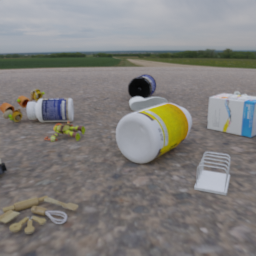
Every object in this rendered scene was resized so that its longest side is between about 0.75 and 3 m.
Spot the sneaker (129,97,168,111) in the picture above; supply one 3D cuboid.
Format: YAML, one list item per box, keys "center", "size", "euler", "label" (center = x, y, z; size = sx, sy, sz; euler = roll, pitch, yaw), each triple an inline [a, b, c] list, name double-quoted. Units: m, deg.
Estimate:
- center: [1.036, -1.397, 15.027]
  size: [2.000, 0.737, 1.156]
  euler: [-3, 20, -7]
  label: "sneaker"

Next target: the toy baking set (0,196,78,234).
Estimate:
- center: [-1.750, 1.664, 5.440]
  size: [1.410, 0.164, 1.082]
  euler: [-12, 23, -36]
  label: "toy baking set"

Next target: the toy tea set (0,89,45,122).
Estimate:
- center: [-4.485, -0.782, 12.352]
  size: [0.824, 1.324, 2.227]
  euler: [34, 43, 21]
  label: "toy tea set"

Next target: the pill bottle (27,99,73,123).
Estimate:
- center: [-3.395, -0.767, 12.300]
  size: [1.877, 1.043, 1.043]
  euler: [-1, 16, -5]
  label: "pill bottle"

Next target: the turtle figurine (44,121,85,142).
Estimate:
- center: [-2.234, 0.054, 10.251]
  size: [1.256, 0.502, 1.557]
  euler: [8, 25, 21]
  label: "turtle figurine"

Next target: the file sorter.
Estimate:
- center: [2.054, 1.043, 6.712]
  size: [0.707, 0.634, 1.018]
  euler: [7, 17, 22]
  label: "file sorter"

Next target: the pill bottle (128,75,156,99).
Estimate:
- center: [1.011, -2.690, 18.264]
  size: [1.507, 1.507, 2.694]
  euler: [4, 16, 15]
  label: "pill bottle"

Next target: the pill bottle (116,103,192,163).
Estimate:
- center: [0.948, 0.046, 8.703]
  size: [1.458, 1.458, 2.669]
  euler: [12, 20, 36]
  label: "pill bottle"

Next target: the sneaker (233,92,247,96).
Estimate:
- center: [5.773, -1.181, 14.019]
  size: [0.892, 0.939, 2.334]
  euler: [0, 17, -5]
  label: "sneaker"

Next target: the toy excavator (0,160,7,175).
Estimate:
- center: [-4.128, 1.059, 6.469]
  size: [1.941, 0.970, 1.888]
  euler: [-13, 14, 0]
  label: "toy excavator"

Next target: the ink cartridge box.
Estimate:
- center: [4.269, -0.555, 11.010]
  size: [1.356, 1.333, 1.842]
  euler: [-16, 21, -42]
  label: "ink cartridge box"
